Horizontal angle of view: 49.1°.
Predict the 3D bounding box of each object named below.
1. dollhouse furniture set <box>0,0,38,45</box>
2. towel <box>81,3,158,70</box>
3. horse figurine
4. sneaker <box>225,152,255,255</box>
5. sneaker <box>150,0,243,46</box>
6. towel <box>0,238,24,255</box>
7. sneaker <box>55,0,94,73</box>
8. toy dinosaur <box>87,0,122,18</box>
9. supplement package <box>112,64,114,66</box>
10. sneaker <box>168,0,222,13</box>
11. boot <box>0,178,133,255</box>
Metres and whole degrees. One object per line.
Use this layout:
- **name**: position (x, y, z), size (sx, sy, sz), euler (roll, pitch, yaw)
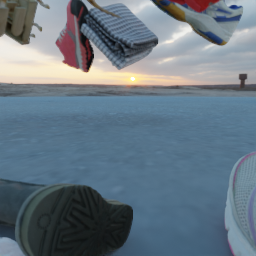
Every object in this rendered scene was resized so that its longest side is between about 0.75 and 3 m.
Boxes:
- **dollhouse furniture set**: position (-2.284, -1.920, 4.885), size (1.105, 0.838, 1.261), euler (33, 31, 11)
- **towel**: position (-0.165, -2.768, 8.162), size (0.879, 1.702, 2.055), euler (-46, -4, 38)
- **horse figurine**: position (-3.033, -3.267, 7.544), size (1.681, 0.633, 2.537), euler (3, -35, -36)
- **sneaker**: position (1.032, 0.323, 0.976), size (0.906, 0.983, 2.228), euler (0, 8, -3)
- **sneaker**: position (1.768, -3.385, 7.434), size (2.856, 1.259, 1.075), euler (23, 19, -24)
- **towel**: position (-0.599, 0.761, 0.641), size (1.358, 0.219, 1.297), euler (8, 11, 44)
- **sneaker**: position (-1.888, -2.915, 9.228), size (1.202, 1.022, 2.772), euler (10, -33, 4)
- **toy dinosaur**: position (-0.840, -2.344, 3.984), size (1.098, 0.625, 2.068), euler (30, -17, 19)
- **supplement package**: position (-0.029, -2.874, 10.580), size (1.192, 0.661, 0.928), euler (-18, 7, 24)
- **sneaker**: position (0.961, -2.627, 4.430), size (1.237, 1.122, 2.913), euler (-35, 29, 22)
- **boot**: position (-0.633, 0.452, 1.651), size (1.116, 0.405, 1.014), euler (11, -19, 24)
